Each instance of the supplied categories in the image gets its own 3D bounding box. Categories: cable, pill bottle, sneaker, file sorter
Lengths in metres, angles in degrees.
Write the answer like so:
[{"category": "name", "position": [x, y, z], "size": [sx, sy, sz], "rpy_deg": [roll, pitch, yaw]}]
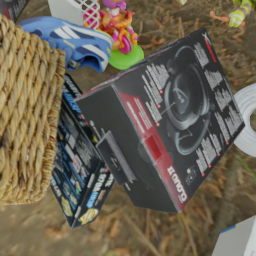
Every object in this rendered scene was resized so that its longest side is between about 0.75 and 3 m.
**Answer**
[{"category": "cable", "position": [2.618, -0.138, 5.394], "size": [1.493, 0.517, 1.493], "rpy_deg": [4, 97, 41]}, {"category": "pill bottle", "position": [-2.320, 0.483, 5.366], "size": [0.893, 0.893, 1.576], "rpy_deg": [8, 96, 4]}, {"category": "sneaker", "position": [-1.133, -1.482, 5.099], "size": [1.764, 0.652, 0.725], "rpy_deg": [8, 79, -17]}, {"category": "file sorter", "position": [-1.195, -2.786, 6.462], "size": [0.904, 1.302, 0.811], "rpy_deg": [36, 73, 6]}]

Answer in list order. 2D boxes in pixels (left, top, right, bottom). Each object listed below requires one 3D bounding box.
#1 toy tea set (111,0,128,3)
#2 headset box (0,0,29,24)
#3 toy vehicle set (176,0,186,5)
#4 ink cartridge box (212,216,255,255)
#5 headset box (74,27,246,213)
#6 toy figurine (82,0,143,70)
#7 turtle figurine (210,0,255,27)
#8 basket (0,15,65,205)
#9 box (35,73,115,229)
[{"category": "toy tea set", "position": [-0.149, -2.661, 5.536], "size": [0.458, 0.285, 0.770], "rpy_deg": [-11, 22, 2]}, {"category": "headset box", "position": [-3.355, -3.917, 7.307], "size": [1.006, 1.938, 2.604], "rpy_deg": [17, 64, -3]}, {"category": "toy vehicle set", "position": [1.456, -4.296, 6.838], "size": [0.331, 2.500, 1.553], "rpy_deg": [45, 104, 20]}, {"category": "ink cartridge box", "position": [2.873, 3.259, 4.905], "size": [2.760, 2.032, 1.997], "rpy_deg": [27, 65, 13]}, {"category": "headset box", "position": [0.512, -0.126, 3.759], "size": [2.238, 0.864, 1.665], "rpy_deg": [-39, 107, -35]}, {"category": "toy figurine", "position": [-0.642, -3.477, 8.254], "size": [2.131, 2.613, 2.839], "rpy_deg": [-36, 68, -18]}, {"category": "turtle figurine", "position": [2.379, -2.154, 4.737], "size": [1.507, 0.602, 1.868], "rpy_deg": [31, 51, 25]}, {"category": "basket", "position": [-2.312, -0.236, 4.109], "size": [1.860, 1.942, 2.607], "rpy_deg": [-13, 66, 34]}, {"category": "box", "position": [-1.077, 0.349, 5.114], "size": [0.522, 1.805, 2.271], "rpy_deg": [-7, 45, -38]}]
